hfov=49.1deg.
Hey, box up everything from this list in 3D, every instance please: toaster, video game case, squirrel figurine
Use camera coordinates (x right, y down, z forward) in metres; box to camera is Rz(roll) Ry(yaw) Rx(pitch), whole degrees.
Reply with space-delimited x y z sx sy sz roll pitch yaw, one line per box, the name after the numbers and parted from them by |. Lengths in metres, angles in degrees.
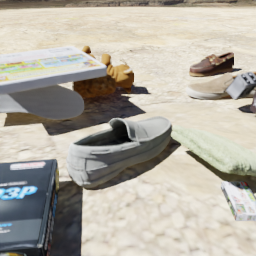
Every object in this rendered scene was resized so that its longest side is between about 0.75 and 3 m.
3.333 -1.217 8.230 0.699 0.773 0.459 -15 60 -30 | toaster
-2.406 -1.733 7.902 2.808 0.321 2.556 -16 33 -26 | video game case
-0.807 -1.658 9.623 1.947 1.476 2.086 13 42 3 | squirrel figurine

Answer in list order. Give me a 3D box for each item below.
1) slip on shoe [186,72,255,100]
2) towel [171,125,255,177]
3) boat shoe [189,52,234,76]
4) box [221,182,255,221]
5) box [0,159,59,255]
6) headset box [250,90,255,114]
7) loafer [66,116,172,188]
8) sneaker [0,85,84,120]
3.316 -1.496 9.566 2.646 0.802 1.006 0 28 0 | slip on shoe
1.898 0.432 5.848 1.457 0.358 1.963 10 17 -27 | towel
3.587 -2.772 12.006 2.339 0.822 0.823 -17 34 -27 | boat shoe
2.014 1.282 4.991 0.473 0.149 0.859 0 28 0 | box
-2.448 1.346 4.388 2.537 0.584 2.017 -3 28 -6 | box
4.899 -0.463 7.232 1.914 0.993 2.573 -13 36 -20 | headset box
-0.022 0.252 6.022 1.004 1.002 2.871 24 37 36 | loafer
-2.748 -0.938 8.265 2.793 1.029 1.614 5 15 -15 | sneaker
